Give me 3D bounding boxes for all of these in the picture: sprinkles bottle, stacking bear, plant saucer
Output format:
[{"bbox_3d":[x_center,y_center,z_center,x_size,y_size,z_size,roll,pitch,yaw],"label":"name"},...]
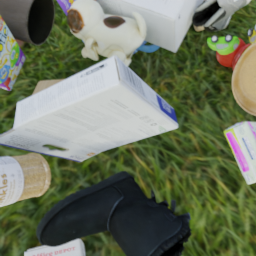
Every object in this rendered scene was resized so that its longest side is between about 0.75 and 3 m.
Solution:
[{"bbox_3d":[-2.413,0.914,4.370,0.862,2.526,0.862,1,91,30],"label":"sprinkles bottle"},{"bbox_3d":[4.405,-2.302,9.872,1.577,1.684,2.773,-40,57,-19],"label":"stacking bear"},{"bbox_3d":[3.131,-1.119,6.006,1.848,1.848,0.327,3,26,2],"label":"plant saucer"}]

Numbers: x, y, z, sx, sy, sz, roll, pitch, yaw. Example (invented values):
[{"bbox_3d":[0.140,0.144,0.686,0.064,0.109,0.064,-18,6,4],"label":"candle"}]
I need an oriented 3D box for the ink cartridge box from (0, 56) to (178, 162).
[{"bbox_3d":[-0.731,-0.116,5.778,2.830,2.824,0.575,-20,68,21],"label":"ink cartridge box"}]

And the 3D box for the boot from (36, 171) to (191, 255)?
[{"bbox_3d":[-0.221,1.991,5.380,2.509,0.929,2.056,-26,42,-29],"label":"boot"}]

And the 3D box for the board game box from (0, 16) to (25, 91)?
[{"bbox_3d":[-3.081,-1.678,6.007,0.976,1.894,0.993,19,77,-1],"label":"board game box"}]

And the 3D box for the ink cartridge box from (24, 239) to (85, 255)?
[{"bbox_3d":[-1.564,3.625,6.342,1.324,0.797,1.822,-11,59,-8],"label":"ink cartridge box"}]

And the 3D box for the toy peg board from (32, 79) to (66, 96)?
[{"bbox_3d":[-2.021,-0.377,8.969,2.245,1.103,2.254,-1,54,18],"label":"toy peg board"}]

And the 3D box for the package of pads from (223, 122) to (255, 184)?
[{"bbox_3d":[2.783,0.479,6.240,0.553,1.621,1.253,-29,73,32],"label":"package of pads"}]

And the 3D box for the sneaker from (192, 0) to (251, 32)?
[{"bbox_3d":[2.213,-3.101,7.681,1.354,2.345,0.880,-32,89,-7],"label":"sneaker"}]

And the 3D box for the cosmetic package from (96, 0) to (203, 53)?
[{"bbox_3d":[0.681,-4.168,7.829,2.891,1.777,2.882,27,84,17],"label":"cosmetic package"}]

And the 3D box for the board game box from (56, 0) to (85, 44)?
[{"bbox_3d":[-1.733,-3.817,8.029,0.536,2.396,1.611,-27,61,5],"label":"board game box"}]

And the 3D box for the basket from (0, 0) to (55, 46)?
[{"bbox_3d":[-2.920,-2.866,7.102,1.642,1.116,1.480,11,62,11],"label":"basket"}]

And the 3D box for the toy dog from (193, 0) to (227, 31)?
[{"bbox_3d":[3.183,-5.270,11.832,1.784,1.303,2.705,-27,61,-17],"label":"toy dog"}]

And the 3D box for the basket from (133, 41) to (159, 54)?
[{"bbox_3d":[0.357,-3.891,10.487,2.923,2.033,2.577,23,58,26],"label":"basket"}]

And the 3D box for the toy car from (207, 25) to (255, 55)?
[{"bbox_3d":[2.879,-2.050,6.995,1.833,1.948,0.434,8,91,34],"label":"toy car"}]

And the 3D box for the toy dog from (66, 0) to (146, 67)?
[{"bbox_3d":[-0.660,-2.456,7.223,1.974,1.914,1.377,30,69,-11],"label":"toy dog"}]
